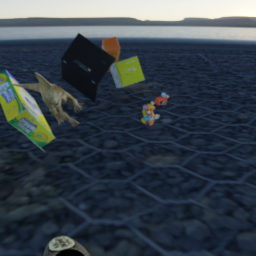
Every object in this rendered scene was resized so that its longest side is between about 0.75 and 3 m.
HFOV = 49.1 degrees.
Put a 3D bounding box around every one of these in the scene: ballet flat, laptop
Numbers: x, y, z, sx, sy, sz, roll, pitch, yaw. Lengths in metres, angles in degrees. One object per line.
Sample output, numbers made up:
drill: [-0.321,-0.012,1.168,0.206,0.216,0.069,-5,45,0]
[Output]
ballet flat: [-0.735,2.325,4.139,0.775,0.533,2.301,-11,25,-24]
laptop: [-1.667,-2.366,11.284,1.826,1.950,1.130,36,6,7]

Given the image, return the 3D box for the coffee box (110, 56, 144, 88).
coffee box: [-0.071,-2.444,12.448,1.087,1.089,1.077,-21,10,-13]

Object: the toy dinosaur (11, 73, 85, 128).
toy dinosaur: [-1.840,-0.802,6.892,0.830,1.442,2.852,-49,34,-16]

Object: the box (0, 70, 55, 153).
box: [-3.004,-0.473,8.066,0.607,1.473,2.510,-35,52,-3]

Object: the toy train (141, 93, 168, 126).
toy train: [1.011,-0.586,10.207,1.054,1.403,0.390,-20,57,-23]

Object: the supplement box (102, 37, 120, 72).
supplement box: [-0.829,-3.299,12.787,0.661,0.683,1.986,-18,-11,-11]
